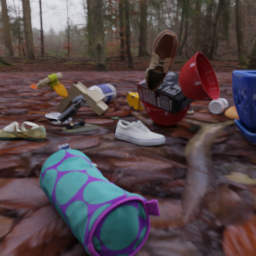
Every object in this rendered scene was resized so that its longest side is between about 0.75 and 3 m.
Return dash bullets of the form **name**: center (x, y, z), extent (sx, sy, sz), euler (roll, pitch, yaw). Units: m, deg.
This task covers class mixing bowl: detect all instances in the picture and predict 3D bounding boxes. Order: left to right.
- **mixing bowl**: center (1.558, -0.797, 11.189), extent (2.024, 1.096, 2.024), euler (-7, 34, 4)
- **mixing bowl**: center (2.052, -1.416, 8.481), extent (0.821, 1.515, 1.515), euler (-20, 1, 35)

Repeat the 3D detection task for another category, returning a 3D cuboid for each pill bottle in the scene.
- **pill bottle**: center (-1.620, -1.864, 15.886), extent (1.075, 1.075, 1.858), euler (9, 17, 31)
- **pill bottle**: center (4.407, -1.062, 13.593), extent (0.675, 0.675, 1.164), euler (9, 17, 32)

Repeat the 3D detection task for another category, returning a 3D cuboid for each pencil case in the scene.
- **pencil case**: center (-0.642, 1.088, 4.582), extent (1.117, 1.029, 2.418), euler (-23, 24, -25)

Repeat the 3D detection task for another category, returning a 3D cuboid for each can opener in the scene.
- **can opener**: center (-2.116, -0.718, 10.459), extent (1.263, 0.337, 0.422), euler (-39, 56, -1)

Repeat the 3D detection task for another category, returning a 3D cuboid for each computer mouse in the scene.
- **computer mouse**: center (-2.598, -0.257, 11.186), extent (1.660, 0.364, 0.910), euler (15, 25, 30)

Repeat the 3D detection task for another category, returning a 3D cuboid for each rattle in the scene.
- **rattle**: center (-3.510, -1.715, 12.521), extent (1.638, 1.170, 1.066), euler (-23, 29, 29)

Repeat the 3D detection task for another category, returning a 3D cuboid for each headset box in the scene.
- **headset box**: center (1.427, -1.432, 10.510), extent (1.518, 0.788, 2.040), euler (-32, 39, -30)

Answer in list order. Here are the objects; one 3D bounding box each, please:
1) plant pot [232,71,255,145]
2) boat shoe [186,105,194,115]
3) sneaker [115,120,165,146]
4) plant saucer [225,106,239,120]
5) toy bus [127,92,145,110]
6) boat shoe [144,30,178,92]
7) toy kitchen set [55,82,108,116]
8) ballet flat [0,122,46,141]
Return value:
- **plant pot**: center (4.778, -0.688, 9.082), extent (2.456, 2.208, 2.456), euler (1, 15, 8)
- **boat shoe**: center (2.777, -1.035, 13.794), extent (0.569, 0.513, 1.583), euler (-3, 15, -10)
- **sneaker**: center (0.330, 0.132, 9.002), extent (1.848, 0.654, 0.675), euler (10, 17, 33)
- **plant saucer**: center (5.477, -0.689, 12.752), extent (2.023, 0.379, 2.023), euler (0, 14, 0)
- **toy bus**: center (0.488, -1.477, 15.133), extent (0.834, 0.693, 2.130), euler (-3, 15, -12)
- **boat shoe**: center (1.055, -2.057, 9.005), extent (0.812, 2.143, 0.769), euler (12, 45, -2)
- **toy kitchen set**: center (-2.117, -1.074, 13.675), extent (1.845, 1.664, 1.505), euler (40, 21, -3)
- **ballet flat**: center (-3.586, 0.091, 9.328), extent (1.751, 0.619, 0.619), euler (2, 15, 9)
